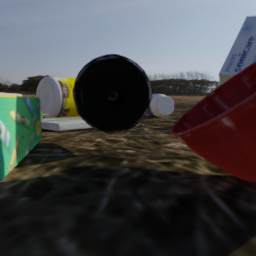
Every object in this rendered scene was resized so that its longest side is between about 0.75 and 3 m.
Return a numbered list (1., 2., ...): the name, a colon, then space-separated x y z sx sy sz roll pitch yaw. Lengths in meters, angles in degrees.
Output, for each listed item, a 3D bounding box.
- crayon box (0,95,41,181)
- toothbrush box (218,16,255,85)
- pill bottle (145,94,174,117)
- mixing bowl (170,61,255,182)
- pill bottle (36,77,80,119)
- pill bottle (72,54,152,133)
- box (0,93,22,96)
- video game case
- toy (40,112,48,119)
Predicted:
1. crayon box: -1.978 -0.010 3.291 1.524 0.748 2.566 -1 6 -10
2. toothbrush box: 2.083 -0.786 3.400 1.554 1.138 0.663 14 -27 39
3. pill bottle: 1.200 -0.944 11.710 0.934 0.934 1.613 -2 7 -21
4. mixing bowl: 1.216 -0.085 2.391 1.521 0.824 1.521 -38 1 1
5. pill bottle: -1.969 -1.172 10.918 1.537 1.537 2.813 5 9 43
6. pill bottle: -0.250 -0.669 4.652 1.089 1.089 1.947 0 15 -3
7. box: -5.015 -0.811 10.271 1.145 0.953 2.787 1 6 6
8. video game case: -1.448 -0.132 7.372 1.760 0.201 1.602 -7 9 -42
9. toy: -3.167 -0.287 8.040 1.568 0.370 0.903 0 3 23
